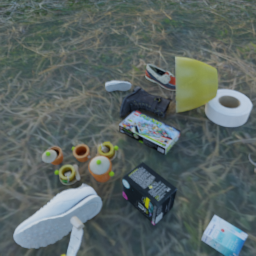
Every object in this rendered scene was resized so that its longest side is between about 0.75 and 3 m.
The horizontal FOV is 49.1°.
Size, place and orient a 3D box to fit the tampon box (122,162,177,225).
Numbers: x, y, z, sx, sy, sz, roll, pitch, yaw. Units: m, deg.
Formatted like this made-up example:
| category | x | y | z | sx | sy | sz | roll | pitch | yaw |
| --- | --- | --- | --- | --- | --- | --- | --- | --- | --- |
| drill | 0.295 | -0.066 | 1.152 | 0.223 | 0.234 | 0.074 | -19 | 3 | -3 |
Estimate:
| category | x | y | z | sx | sy | sz | roll | pitch | yaw |
| --- | --- | --- | --- | --- | --- | --- | --- | --- | --- |
| tampon box | 0.629 | 2.042 | 8.817 | 0.925 | 1.098 | 1.465 | -34 | 53 | -30 |

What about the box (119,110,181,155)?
| category | x | y | z | sx | sy | sz | roll | pitch | yaw |
| --- | --- | --- | --- | --- | --- | --- | --- | --- | --- |
| box | 0.858 | 0.128 | 11.363 | 2.214 | 0.384 | 1.218 | 26 | 50 | 25 |

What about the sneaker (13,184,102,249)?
| category | x | y | z | sx | sy | sz | roll | pitch | yaw |
| --- | --- | --- | --- | --- | --- | --- | --- | --- | --- |
| sneaker | -2.141 | 2.602 | 8.469 | 2.650 | 1.012 | 1.067 | -21 | 37 | -28 |

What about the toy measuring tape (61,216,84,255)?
| category | x | y | z | sx | sy | sz | roll | pitch | yaw |
| --- | --- | --- | --- | --- | --- | --- | --- | --- | --- |
| toy measuring tape | -1.718 | 3.309 | 6.377 | 1.010 | 2.747 | 1.010 | 15 | 19 | -5 |

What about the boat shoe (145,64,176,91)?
| category | x | y | z | sx | sy | sz | roll | pitch | yaw |
| --- | --- | --- | --- | --- | --- | --- | --- | --- | --- |
| boat shoe | 1.812 | -2.517 | 13.969 | 2.193 | 0.686 | 0.781 | 30 | 49 | 26 |

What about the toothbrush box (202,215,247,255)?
| category | x | y | z | sx | sy | sz | roll | pitch | yaw |
| --- | --- | --- | --- | --- | --- | --- | --- | --- | --- |
| toothbrush box | 2.778 | 3.170 | 8.109 | 1.030 | 0.439 | 0.754 | 28 | 50 | 28 |

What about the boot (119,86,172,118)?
| category | x | y | z | sx | sy | sz | roll | pitch | yaw |
| --- | --- | --- | --- | --- | --- | --- | --- | --- | --- |
| boot | 0.790 | -0.921 | 12.286 | 1.855 | 0.738 | 2.131 | 27 | 57 | 15 |

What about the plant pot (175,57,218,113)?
| category | x | y | z | sx | sy | sz | roll | pitch | yaw |
| --- | --- | --- | --- | --- | --- | --- | --- | --- | --- |
| plant pot | 2.835 | -1.829 | 11.777 | 1.662 | 2.341 | 2.341 | -1 | 43 | 10 |

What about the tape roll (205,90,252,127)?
| category | x | y | z | sx | sy | sz | roll | pitch | yaw |
| --- | --- | --- | --- | --- | --- | --- | --- | --- | --- |
| tape roll | 4.365 | -0.890 | 12.260 | 1.878 | 0.657 | 1.878 | 0 | 43 | 0 |

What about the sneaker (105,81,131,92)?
| category | x | y | z | sx | sy | sz | roll | pitch | yaw |
| --- | --- | --- | --- | --- | --- | --- | --- | --- | --- |
| sneaker | -0.483 | -2.112 | 13.724 | 1.272 | 0.486 | 0.512 | -1 | 34 | -3 |

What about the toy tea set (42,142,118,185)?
| category | x | y | z | sx | sy | sz | roll | pitch | yaw |
| --- | --- | --- | --- | --- | --- | --- | --- | --- | --- |
| toy tea set | -1.686 | 1.092 | 9.680 | 2.687 | 0.994 | 1.598 | -5 | 53 | 2 |

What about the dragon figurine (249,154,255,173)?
| category | x | y | z | sx | sy | sz | roll | pitch | yaw |
| --- | --- | --- | --- | --- | --- | --- | --- | --- | --- |
| dragon figurine | 4.916 | 1.467 | 9.936 | 0.696 | 0.412 | 1.399 | -17 | 47 | -17 |
